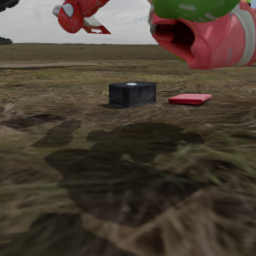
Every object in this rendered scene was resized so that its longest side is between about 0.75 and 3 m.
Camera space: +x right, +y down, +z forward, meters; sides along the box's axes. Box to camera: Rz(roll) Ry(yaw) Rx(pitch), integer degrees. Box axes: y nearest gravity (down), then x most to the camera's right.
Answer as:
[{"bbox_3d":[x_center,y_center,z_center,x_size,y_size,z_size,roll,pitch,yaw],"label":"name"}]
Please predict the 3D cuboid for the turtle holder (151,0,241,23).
[{"bbox_3d":[1.002,-2.173,2.445,1.758,2.313,1.643,-30,57,-9],"label":"turtle holder"}]

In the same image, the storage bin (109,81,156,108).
[{"bbox_3d":[0.163,-1.226,9.990,1.544,0.724,1.044,-12,20,-38],"label":"storage bin"}]

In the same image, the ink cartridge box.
[{"bbox_3d":[-1.265,-2.892,7.787,1.093,0.340,1.359,18,-10,38],"label":"ink cartridge box"}]

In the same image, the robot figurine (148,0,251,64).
[{"bbox_3d":[1.691,-2.483,6.299,2.376,1.567,2.708,14,-15,4],"label":"robot figurine"}]

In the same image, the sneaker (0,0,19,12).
[{"bbox_3d":[-2.006,-2.994,4.775,0.984,1.034,2.609,25,68,24],"label":"sneaker"}]

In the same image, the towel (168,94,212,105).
[{"bbox_3d":[2.353,-1.091,10.483,1.232,0.192,1.703,7,15,29],"label":"towel"}]

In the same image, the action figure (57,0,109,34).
[{"bbox_3d":[-0.519,-2.212,3.100,1.186,2.397,0.782,24,-18,-30],"label":"action figure"}]

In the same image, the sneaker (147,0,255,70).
[{"bbox_3d":[0.760,-1.937,4.449,1.253,1.065,2.889,-20,54,-19],"label":"sneaker"}]
